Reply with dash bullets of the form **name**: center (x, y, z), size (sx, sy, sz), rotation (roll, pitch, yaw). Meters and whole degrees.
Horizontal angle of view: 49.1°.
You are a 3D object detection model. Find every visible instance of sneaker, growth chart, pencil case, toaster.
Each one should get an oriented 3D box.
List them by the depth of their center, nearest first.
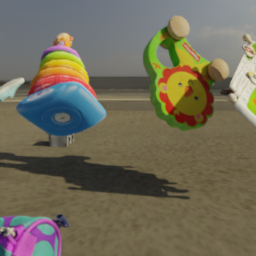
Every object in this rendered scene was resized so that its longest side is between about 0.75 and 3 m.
- **pencil case**: center (-2.302, 1.655, 3.908), size (2.766, 1.278, 1.177), rotation (1, 30, 17)
- **growth chart**: center (3.401, -0.917, 6.934), size (0.259, 2.113, 2.920), rotation (-45, 12, 53)
- **sneaker**: center (-3.383, -1.080, 8.063), size (0.949, 0.389, 0.351), rotation (-37, 38, -23)
- **toaster**: center (-3.007, 0.443, 12.474), size (1.058, 0.628, 0.956), rotation (1, 10, 6)

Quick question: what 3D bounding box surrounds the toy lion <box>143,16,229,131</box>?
- **toy lion**: center (1.473, -1.392, 8.001), size (2.632, 2.746, 0.943), rotation (-49, 9, -25)

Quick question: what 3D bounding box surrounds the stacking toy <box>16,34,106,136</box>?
- **stacking toy**: center (-1.341, -1.147, 5.736), size (1.372, 2.364, 1.297), rotation (-19, -34, 17)
